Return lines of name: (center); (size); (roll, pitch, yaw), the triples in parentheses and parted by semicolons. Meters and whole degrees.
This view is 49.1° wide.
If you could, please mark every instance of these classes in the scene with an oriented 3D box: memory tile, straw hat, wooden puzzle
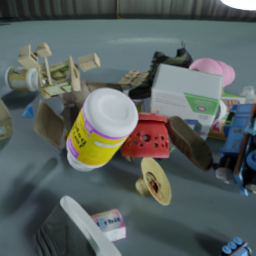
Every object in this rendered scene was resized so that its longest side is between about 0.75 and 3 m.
memory tile: (0.717, -2.840, 16.197); (2.051, 0.225, 2.675); (8, 30, 15)
straw hat: (0.547, 1.548, 7.658); (0.607, 1.434, 1.434); (-34, 18, 24)
wooden puzzle: (-2.625, -0.059, 9.384); (0.266, 2.274, 1.534); (-20, 42, 18)

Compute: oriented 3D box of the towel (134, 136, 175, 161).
towel: (1.102, 0.406, 10.233); (1.547, 0.229, 2.109); (19, 34, 32)

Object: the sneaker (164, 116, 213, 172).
sneaker: (1.747, 0.454, 8.263); (0.678, 1.925, 0.727); (-38, 5, -20)

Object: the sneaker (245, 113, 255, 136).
sneaker: (3.458, -0.122, 7.817); (0.299, 0.343, 0.763); (10, 55, 33)

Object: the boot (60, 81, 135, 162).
boot: (-1.019, -0.151, 9.081); (2.067, 2.828, 0.993); (-11, 1, 11)

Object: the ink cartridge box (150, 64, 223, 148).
ink cartridge box: (1.669, -0.505, 8.794); (1.898, 2.611, 1.143); (13, 56, 9)

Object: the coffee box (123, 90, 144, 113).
coffee box: (-0.227, -0.511, 10.728); (1.265, 1.279, 1.277); (-16, 35, -23)

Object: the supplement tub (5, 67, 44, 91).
supplement tub: (-5.359, -2.536, 14.597); (1.660, 1.201, 1.201); (5, 29, 9)

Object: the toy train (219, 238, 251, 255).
toy train: (2.293, 2.680, 5.980); (0.759, 0.329, 0.434); (-17, 42, -32)

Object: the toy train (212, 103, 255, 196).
toy train: (3.563, 0.534, 8.177); (1.705, 1.293, 2.984); (1, 48, 40)

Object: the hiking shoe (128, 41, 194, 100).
hiking shoe: (1.062, -1.973, 9.990); (2.680, 1.349, 1.015); (-28, 5, -2)

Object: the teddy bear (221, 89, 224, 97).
teddy bear: (2.522, -1.182, 10.714); (1.558, 2.149, 0.717); (29, 41, -18)

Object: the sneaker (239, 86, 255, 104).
sneaker: (5.619, -1.509, 13.327); (0.803, 0.687, 1.844); (1, 28, 12)

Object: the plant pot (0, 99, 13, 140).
plant pot: (-4.996, -0.182, 10.360); (1.136, 1.283, 1.282); (31, 40, 28)

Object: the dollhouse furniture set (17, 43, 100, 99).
dollhouse furniture set: (-1.887, -1.693, 7.972); (1.810, 1.601, 1.006); (-12, 70, 11)

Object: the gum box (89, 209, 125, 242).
gum box: (-0.615, 2.339, 6.532); (1.085, 0.359, 0.616); (-10, 30, -17)

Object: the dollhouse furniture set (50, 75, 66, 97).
dollhouse furniture set: (-2.050, -1.143, 10.383); (2.396, 1.290, 0.975); (35, 26, 10)

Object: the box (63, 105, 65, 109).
box: (-1.956, -1.419, 13.434); (1.575, 0.397, 2.182); (7, 30, 12)

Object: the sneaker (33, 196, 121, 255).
sneaker: (-0.935, 2.679, 5.576); (1.217, 0.868, 2.454); (-44, 68, -1)

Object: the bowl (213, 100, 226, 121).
bowl: (3.279, -0.661, 10.164); (0.378, 0.842, 0.842); (-1, 28, -16)

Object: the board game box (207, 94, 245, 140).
board game box: (3.738, -0.569, 10.846); (1.302, 0.409, 2.725); (13, 42, 18)

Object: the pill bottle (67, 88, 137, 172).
pill bottle: (-0.835, 0.217, 7.392); (1.322, 2.537, 1.322); (15, 51, -19)

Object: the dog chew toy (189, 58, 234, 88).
dog chew toy: (2.772, -1.696, 9.088); (1.747, 1.088, 1.088); (-8, 28, -32)

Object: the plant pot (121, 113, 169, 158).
plant pot: (0.480, 0.225, 7.624); (1.283, 1.168, 1.283); (3, -6, 0)
